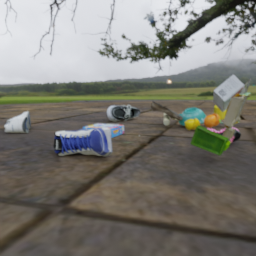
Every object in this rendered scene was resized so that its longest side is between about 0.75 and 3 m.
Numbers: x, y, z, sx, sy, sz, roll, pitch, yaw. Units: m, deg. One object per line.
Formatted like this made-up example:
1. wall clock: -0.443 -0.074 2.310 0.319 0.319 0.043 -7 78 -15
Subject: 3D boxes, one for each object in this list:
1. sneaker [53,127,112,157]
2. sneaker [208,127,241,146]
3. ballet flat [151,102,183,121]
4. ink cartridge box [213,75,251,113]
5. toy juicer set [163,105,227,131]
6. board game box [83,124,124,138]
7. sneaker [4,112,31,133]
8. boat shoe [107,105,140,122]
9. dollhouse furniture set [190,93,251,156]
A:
1. sneaker: -1.231 0.410 6.941 1.062 0.743 1.839 -10 5 -34
2. sneaker: 2.823 0.354 8.204 1.418 0.560 0.676 -5 31 -25
3. ballet flat: 1.617 -0.659 12.122 1.796 0.416 0.605 33 9 40
4. ink cartridge box: 2.536 -0.887 6.906 0.813 0.388 0.926 -40 -20 3
5. toy juicer set: 2.647 -0.275 11.998 2.977 0.810 1.894 -2 25 31
6. board game box: -0.886 0.092 10.258 1.153 0.322 1.129 3 8 21
7. sneaker: -4.398 -0.223 11.226 0.882 0.754 2.025 -7 9 -11
8. boat shoe: -0.166 -0.773 14.669 0.787 0.851 2.305 -11 -9 35
9. dollhouse furniture set: 2.050 -0.209 6.206 0.693 1.380 0.904 25 23 25
